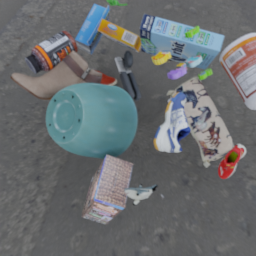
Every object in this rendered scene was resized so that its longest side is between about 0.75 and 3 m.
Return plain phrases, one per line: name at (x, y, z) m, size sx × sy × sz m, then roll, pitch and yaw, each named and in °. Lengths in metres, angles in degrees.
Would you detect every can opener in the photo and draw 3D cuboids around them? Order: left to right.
can opener at (-0.003, -2.021, 10.760) m, size 0.577 × 0.728 × 2.191 m, roll 0°, pitch 60°, yaw -27°

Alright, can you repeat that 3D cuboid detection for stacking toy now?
stacking toy at (1.661, -1.748, 8.004) m, size 2.058 × 1.551 × 0.483 m, roll -40°, pitch 32°, yaw -25°

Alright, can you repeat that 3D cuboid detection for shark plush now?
shark plush at (0.347, 1.416, 6.454) m, size 0.853 × 0.388 × 0.355 m, roll -20°, pitch 47°, yaw -24°

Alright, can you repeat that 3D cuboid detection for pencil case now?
pencil case at (2.320, -0.192, 8.955) m, size 1.222 × 1.063 × 2.732 m, roll -24°, pitch 81°, yaw -5°

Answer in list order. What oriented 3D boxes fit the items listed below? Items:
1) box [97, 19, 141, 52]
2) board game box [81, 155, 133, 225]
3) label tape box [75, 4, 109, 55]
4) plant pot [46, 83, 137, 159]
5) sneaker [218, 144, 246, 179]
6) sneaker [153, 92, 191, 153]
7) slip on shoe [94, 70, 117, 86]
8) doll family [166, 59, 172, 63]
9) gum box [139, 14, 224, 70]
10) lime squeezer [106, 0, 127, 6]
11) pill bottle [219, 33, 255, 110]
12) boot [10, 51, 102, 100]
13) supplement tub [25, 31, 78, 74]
box at (-0.227, -3.652, 11.327) m, size 1.510 × 0.526 × 2.536 m, roll 26°, pitch 14°, yaw 1°
board game box at (-0.590, 1.736, 7.687) m, size 0.775 × 1.600 × 1.275 m, roll 20°, pitch 52°, yaw -10°
label tape box at (-1.504, -4.165, 11.729) m, size 0.773 × 2.340 × 1.676 m, roll 29°, pitch 91°, yaw -5°
plant pot at (-1.148, -0.224, 7.812) m, size 2.239 × 2.239 × 1.797 m, roll 43°, pitch 20°, yaw 29°
sneaker at (2.605, 0.900, 7.287) m, size 0.435 × 1.130 × 0.480 m, roll 37°, pitch 36°, yaw 29°
sneaker at (1.199, -0.108, 6.685) m, size 0.707 × 0.604 × 1.604 m, roll 13°, pitch 68°, yaw 26°
slip on shoe at (-1.377, -2.366, 13.124) m, size 1.753 × 0.536 × 0.649 m, roll 18°, pitch 52°, yaw 12°
doll family at (1.690, -3.045, 11.957) m, size 0.861 × 0.338 × 0.498 m, roll 13°, pitch 45°, yaw 20°
gum box at (1.692, -2.837, 9.510) m, size 2.540 × 2.158 × 0.566 m, roll 17°, pitch 89°, yaw 5°
lime squeezer at (-0.647, -5.658, 12.256) m, size 0.374 × 1.983 × 0.700 m, roll -4°, pitch 77°, yaw 28°
pill bottle at (3.876, -1.428, 8.284) m, size 1.374 × 1.374 × 2.449 m, roll -19°, pitch 73°, yaw -15°
boot at (-2.255, -1.686, 9.283) m, size 2.651 × 1.938 × 0.931 m, roll 33°, pitch 10°, yaw -12°
supplement tub at (-2.573, -2.481, 9.366) m, size 1.661 × 0.888 × 0.888 m, roll -39°, pitch 61°, yaw -19°
